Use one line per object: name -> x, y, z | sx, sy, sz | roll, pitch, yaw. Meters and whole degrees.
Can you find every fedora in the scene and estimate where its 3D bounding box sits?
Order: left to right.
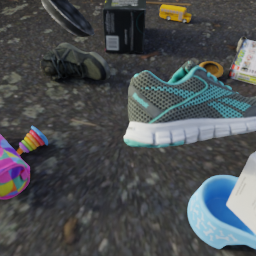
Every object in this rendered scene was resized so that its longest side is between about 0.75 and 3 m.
fedora -> 2.878, -1.949, 9.830 | 0.917, 0.374, 0.917 | -1, 51, 1

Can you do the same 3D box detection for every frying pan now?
frying pan -> -2.016, -3.378, 7.233 | 2.832, 0.461, 1.713 | 41, 21, -18

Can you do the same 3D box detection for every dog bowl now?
dog bowl -> 2.619, 1.880, 5.709 | 2.747, 0.681, 1.531 | 19, 48, 19

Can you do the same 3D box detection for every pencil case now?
pencil case -> -3.298, 0.605, 6.789 | 1.073, 1.073, 2.429 | -31, 54, -28

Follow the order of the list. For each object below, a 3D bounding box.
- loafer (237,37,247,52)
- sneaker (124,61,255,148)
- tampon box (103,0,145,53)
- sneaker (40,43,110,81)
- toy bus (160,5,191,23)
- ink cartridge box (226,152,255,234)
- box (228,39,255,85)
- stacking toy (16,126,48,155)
loafer -> 4.596, -3.331, 11.251 | 0.375, 0.339, 0.992 | 9, 47, 9
sneaker -> 1.288, -0.480, 4.689 | 2.905, 1.325, 1.127 | -8, 2, -23
tampon box -> -0.088, -4.422, 11.304 | 1.535, 1.822, 2.431 | 2, 44, 2
sneaker -> -1.896, -2.021, 9.476 | 2.704, 1.034, 1.549 | 29, 53, 30
toy bus -> 2.246, -5.383, 13.192 | 1.441, 0.564, 0.469 | 16, 47, 15
ink cartridge box -> 3.166, 1.311, 4.669 | 1.604, 1.576, 2.179 | -25, 50, -24
box -> 4.476, -2.443, 10.185 | 1.133, 0.357, 2.059 | 20, 54, 20
stacking toy -> -2.649, 0.459, 7.379 | 0.937, 0.544, 0.514 | -43, 55, -19
